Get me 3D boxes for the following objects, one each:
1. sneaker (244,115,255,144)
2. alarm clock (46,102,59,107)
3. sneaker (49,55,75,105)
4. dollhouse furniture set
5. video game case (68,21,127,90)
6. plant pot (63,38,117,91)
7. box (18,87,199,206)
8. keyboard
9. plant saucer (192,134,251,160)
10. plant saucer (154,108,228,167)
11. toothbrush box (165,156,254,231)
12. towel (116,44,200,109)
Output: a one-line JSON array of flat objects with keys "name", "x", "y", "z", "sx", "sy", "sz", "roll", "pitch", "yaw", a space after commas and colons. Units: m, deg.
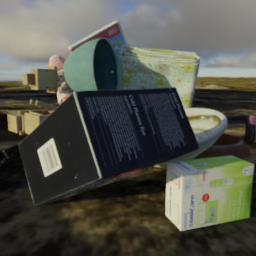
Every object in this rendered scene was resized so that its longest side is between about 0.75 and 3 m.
[{"name": "sneaker", "x": 4.074, "y": -0.010, "z": 8.472, "sx": 0.933, "sy": 0.792, "sz": 2.150, "roll": 6, "pitch": 12, "yaw": 26}, {"name": "alarm clock", "x": -4.243, "y": -1.177, "z": 15.740, "sx": 1.498, "sy": 0.499, "sz": 1.011, "roll": -1, "pitch": 11, "yaw": -17}, {"name": "sneaker", "x": -1.999, "y": -1.330, "z": 8.979, "sx": 0.718, "sy": 1.908, "sz": 0.997, "roll": -16, "pitch": 28, "yaw": -3}, {"name": "dollhouse furniture set", "x": -2.878, "y": -0.898, "z": 9.322, "sx": 1.400, "sy": 2.227, "sz": 2.519, "roll": -8, "pitch": 14, "yaw": -42}, {"name": "video game case", "x": -0.627, "y": -1.976, "z": 9.797, "sx": 1.982, "sy": 2.772, "sz": 0.242, "roll": -36, "pitch": 33, "yaw": -19}, {"name": "plant pot", "x": -1.208, "y": -1.689, "z": 8.421, "sx": 1.233, "sy": 1.831, "sz": 1.831, "roll": 0, "pitch": 10, "yaw": 19}, {"name": "box", "x": -0.342, "y": 0.280, "z": 4.128, "sx": 1.774, "sy": 1.014, "sz": 1.948, "roll": -11, "pitch": -13, "yaw": -41}, {"name": "keyboard", "x": -2.667, "y": 0.800, "z": 5.492, "sx": 1.444, "sy": 0.550, "sz": 2.775, "roll": -21, "pitch": 6, "yaw": 14}, {"name": "plant saucer", "x": 2.043, "y": 0.420, "z": 7.325, "sx": 2.178, "sy": 0.375, "sz": 2.178, "roll": 0, "pitch": 11, "yaw": 0}, {"name": "plant saucer", "x": 0.891, "y": 0.276, "z": 6.268, "sx": 2.619, "sy": 0.657, "sz": 2.619, "roll": -14, "pitch": 17, "yaw": 4}, {"name": "toothbrush box", "x": 1.083, "y": 0.842, "z": 3.774, "sx": 1.076, "sy": 0.783, "sz": 0.463, "roll": -2, "pitch": 11, "yaw": -17}, {"name": "towel", "x": 0.888, "y": -1.215, "z": 9.043, "sx": 2.471, "sy": 2.887, "sz": 0.695, "roll": 9, "pitch": 46, "yaw": 9}]
